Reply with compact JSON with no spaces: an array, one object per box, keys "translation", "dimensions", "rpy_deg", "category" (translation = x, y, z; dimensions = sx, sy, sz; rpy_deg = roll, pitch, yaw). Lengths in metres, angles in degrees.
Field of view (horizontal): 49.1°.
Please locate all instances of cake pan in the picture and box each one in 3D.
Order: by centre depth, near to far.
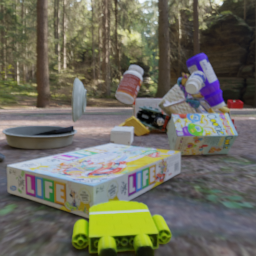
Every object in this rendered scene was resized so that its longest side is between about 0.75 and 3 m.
[{"translation":[-3.034,0.296,9.744],"dimensions":[2.495,0.458,2.495],"rpy_deg":[2,7,0],"category":"cake pan"}]

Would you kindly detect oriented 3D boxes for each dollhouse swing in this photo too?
[{"translation":[0.073,0.159,12.570],"dimensions":[1.252,1.211,1.378],"rpy_deg":[43,3,-4],"category":"dollhouse swing"}]

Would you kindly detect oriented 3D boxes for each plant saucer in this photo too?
[{"translation":[-1.257,-0.702,7.291],"dimensions":[0.287,1.143,1.143],"rpy_deg":[5,6,-4],"category":"plant saucer"}]

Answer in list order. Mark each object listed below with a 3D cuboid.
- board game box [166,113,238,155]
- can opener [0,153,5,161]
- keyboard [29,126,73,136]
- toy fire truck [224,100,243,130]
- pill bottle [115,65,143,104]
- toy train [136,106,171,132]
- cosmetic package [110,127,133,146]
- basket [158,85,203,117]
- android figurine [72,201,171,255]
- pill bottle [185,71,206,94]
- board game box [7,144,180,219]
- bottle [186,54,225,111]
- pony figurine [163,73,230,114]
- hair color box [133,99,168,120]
[{"translation":[2.052,0.178,7.996],"dimensions":[1.668,0.875,0.859],"rpy_deg":[-1,48,-6],"category":"board game box"},{"translation":[-3.560,0.699,7.426],"dimensions":[0.446,0.353,1.341],"rpy_deg":[36,-10,-26],"category":"can opener"},{"translation":[-2.594,0.177,9.731],"dimensions":[1.786,0.229,1.072],"rpy_deg":[-9,5,42],"category":"keyboard"},{"translation":[4.526,-0.499,12.767],"dimensions":[0.527,1.525,2.163],"rpy_deg":[1,6,0],"category":"toy fire truck"},{"translation":[0.085,-1.580,10.151],"dimensions":[0.727,1.297,0.727],"rpy_deg":[20,-16,6],"category":"pill bottle"},{"translation":[1.321,-0.395,13.681],"dimensions":[1.467,1.097,2.574],"rpy_deg":[16,3,-22],"category":"toy train"},{"translation":[-0.204,0.276,10.083],"dimensions":[0.741,0.533,1.313],"rpy_deg":[2,5,3],"category":"cosmetic package"},{"translation":[2.462,-1.005,13.087],"dimensions":[1.812,1.228,1.118],"rpy_deg":[42,-6,5],"category":"basket"},{"translation":[-0.087,1.135,3.209],"dimensions":[1.080,0.244,1.187],"rpy_deg":[-1,7,-9],"category":"android figurine"},{"translation":[2.037,-1.363,8.531],"dimensions":[0.467,0.467,0.780],"rpy_deg":[4,35,32],"category":"pill bottle"},{"translation":[-0.445,0.792,5.268],"dimensions":[1.897,0.483,2.822],"rpy_deg":[4,7,33],"category":"board game box"},{"translation":[2.894,-1.666,10.304],"dimensions":[0.679,2.081,0.869],"rpy_deg":[-24,5,42],"category":"bottle"},{"translation":[2.743,-1.220,11.545],"dimensions":[1.922,2.308,2.228],"rpy_deg":[-46,4,-9],"category":"pony figurine"},{"translation":[1.740,-0.911,16.360],"dimensions":[2.900,1.608,0.927],"rpy_deg":[0,6,-8],"category":"hair color box"}]
